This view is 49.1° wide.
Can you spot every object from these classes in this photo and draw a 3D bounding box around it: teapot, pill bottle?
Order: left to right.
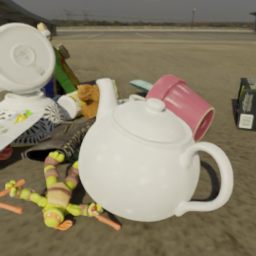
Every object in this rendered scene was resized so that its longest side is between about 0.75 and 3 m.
[{"bbox_3d":[-3.486,-2.127,8.979,2.270,2.240,1.658,-6,0,-32],"label":"teapot"},{"bbox_3d":[-3.967,-1.790,12.248,2.137,1.195,1.195,-3,22,-5],"label":"pill bottle"},{"bbox_3d":[-1.870,-0.930,10.516,0.882,0.882,1.614,10,23,24],"label":"pill bottle"},{"bbox_3d":[0.340,0.355,5.259,2.537,1.853,2.504,14,29,-3],"label":"teapot"}]

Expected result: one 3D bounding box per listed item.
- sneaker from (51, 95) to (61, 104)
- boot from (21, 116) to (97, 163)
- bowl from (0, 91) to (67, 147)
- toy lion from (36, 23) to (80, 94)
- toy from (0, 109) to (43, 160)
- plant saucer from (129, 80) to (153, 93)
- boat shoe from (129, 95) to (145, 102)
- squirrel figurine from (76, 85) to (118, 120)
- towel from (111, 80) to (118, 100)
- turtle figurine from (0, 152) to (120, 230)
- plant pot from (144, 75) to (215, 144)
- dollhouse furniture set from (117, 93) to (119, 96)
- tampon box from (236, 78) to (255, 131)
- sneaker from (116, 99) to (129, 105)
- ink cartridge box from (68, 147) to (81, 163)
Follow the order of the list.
[{"bbox_3d":[-3.017,-1.054,11.278,0.484,0.418,1.116,6,26,-2],"label":"sneaker"},{"bbox_3d":[-1.352,0.366,7.364,2.277,0.788,1.982,-8,17,9],"label":"boot"},{"bbox_3d":[-3.236,-0.488,8.973,2.608,1.224,2.608,0,21,0],"label":"bowl"},{"bbox_3d":[-2.724,-2.364,11.407,0.998,2.786,2.907,-30,-12,5],"label":"toy lion"},{"bbox_3d":[-3.255,0.464,7.043,1.384,0.568,2.404,9,47,42],"label":"toy"},{"bbox_3d":[0.878,-1.734,12.195,1.732,0.333,1.732,24,3,-1],"label":"plant saucer"},{"bbox_3d":[0.681,-0.572,9.069,0.820,0.729,2.230,-17,26,-35],"label":"boat shoe"},{"bbox_3d":[-1.053,-0.726,9.087,1.127,1.592,1.486,-28,29,-29],"label":"squirrel figurine"},{"bbox_3d":[-0.926,-1.212,10.496,1.208,0.897,0.220,-32,36,-20],"label":"towel"},{"bbox_3d":[-1.208,1.275,5.279,2.144,0.690,1.729,14,28,-10],"label":"turtle figurine"},{"bbox_3d":[1.533,-0.422,8.316,1.650,1.843,1.843,32,35,28],"label":"plant pot"},{"bbox_3d":[-0.872,-1.207,11.513,0.577,0.676,1.303,-10,24,-27],"label":"dollhouse furniture set"},{"bbox_3d":[4.385,-0.830,9.567,1.174,1.394,1.860,7,23,16],"label":"tampon box"},{"bbox_3d":[-0.262,-0.733,10.444,0.611,0.644,1.599,-7,9,24],"label":"sneaker"},{"bbox_3d":[-1.200,0.666,7.425,0.750,0.223,0.390,-20,29,-40],"label":"ink cartridge box"}]
